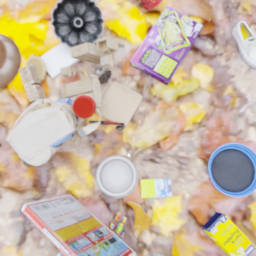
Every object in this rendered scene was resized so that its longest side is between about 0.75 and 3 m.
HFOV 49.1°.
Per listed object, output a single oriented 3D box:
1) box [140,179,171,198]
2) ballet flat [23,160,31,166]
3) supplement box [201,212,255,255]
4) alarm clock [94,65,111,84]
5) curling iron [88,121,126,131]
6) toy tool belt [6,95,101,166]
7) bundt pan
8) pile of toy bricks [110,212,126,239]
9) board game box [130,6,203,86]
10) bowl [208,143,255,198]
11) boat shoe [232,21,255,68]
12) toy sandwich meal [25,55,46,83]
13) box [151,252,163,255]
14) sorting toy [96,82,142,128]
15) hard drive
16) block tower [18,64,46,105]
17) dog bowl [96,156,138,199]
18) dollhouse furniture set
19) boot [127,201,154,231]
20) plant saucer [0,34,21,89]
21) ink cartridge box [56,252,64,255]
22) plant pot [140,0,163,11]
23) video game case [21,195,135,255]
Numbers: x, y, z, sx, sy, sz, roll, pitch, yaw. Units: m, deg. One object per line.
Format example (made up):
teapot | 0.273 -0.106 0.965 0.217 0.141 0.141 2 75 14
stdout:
box | 0.822 1.798 8.327 0.883 0.210 0.538 -2 77 -1
ballet flat | -2.851 0.901 8.410 0.849 0.197 0.286 -34 106 28
supplement box | 2.772 3.040 7.803 0.657 0.661 1.207 -42 81 -9
alarm clock | -0.810 -1.709 8.843 0.552 0.819 0.273 -39 62 -8
curling iron | -0.660 -0.120 8.663 1.210 0.155 0.300 11 43 14
toy tool belt | -1.910 -0.155 7.767 2.581 1.586 1.611 -32 98 8
bundt pan | -1.636 -3.372 9.011 1.679 0.630 1.679 -5 109 -14
pile of toy bricks | -0.274 2.867 7.928 0.465 0.414 0.838 25 80 -5
board game box | 1.291 -2.753 9.310 1.451 0.390 2.417 32 79 1
bowl | 3.168 1.267 8.401 1.599 0.314 1.599 0 76 0
boat shoe | 4.001 -2.780 9.151 0.604 0.697 1.634 -18 77 -4
toy sandwich meal | -2.939 -1.880 9.015 0.931 0.319 0.931 3 98 25
box | 1.637 4.641 7.212 2.650 0.545 2.066 13 88 6
sorting toy | -0.289 -0.729 8.940 1.099 0.217 1.187 29 82 6
hard drive | -2.227 -2.338 9.366 1.319 0.173 0.870 -38 79 -8
block tower | -2.934 -1.260 8.688 0.379 0.406 1.404 -20 89 18
dog bowl | -0.340 1.441 8.328 1.299 0.381 1.299 0 76 0
dollhouse furniture set | -0.919 -1.251 8.576 2.059 1.179 2.414 -7 88 35
boot | 0.262 2.534 8.049 0.873 0.307 0.625 20 75 18
plant saucer | -4.703 -2.234 9.131 2.262 0.414 2.262 0 73 0
ink cartridge box | -1.249 4.268 6.976 0.996 1.700 2.352 -36 79 -8
plant pot | 0.726 -4.448 9.381 0.758 0.758 0.690 -49 123 -10
video game case | -1.178 2.593 6.934 2.529 1.808 0.221 33 99 24
